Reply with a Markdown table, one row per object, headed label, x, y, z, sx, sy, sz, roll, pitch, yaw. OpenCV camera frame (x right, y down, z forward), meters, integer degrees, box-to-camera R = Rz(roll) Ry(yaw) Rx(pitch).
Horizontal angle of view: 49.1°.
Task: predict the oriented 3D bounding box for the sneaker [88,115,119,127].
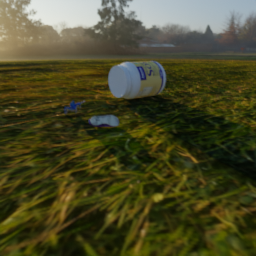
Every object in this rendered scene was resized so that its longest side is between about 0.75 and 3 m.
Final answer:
| label | x | y | z | sx | sy | sz | roll | pitch | yaw |
| --- | --- | --- | --- | --- | --- | --- | --- | --- | --- |
| sneaker | -0.937 | -0.226 | 10.336 | 1.171 | 0.407 | 0.583 | 3 | -12 | -30 |

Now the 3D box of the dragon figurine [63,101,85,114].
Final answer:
| label | x | y | z | sx | sy | sz | roll | pitch | yaw |
| --- | --- | --- | --- | --- | --- | --- | --- | --- | --- |
| dragon figurine | -2.364 | -0.978 | 12.268 | 0.528 | 0.313 | 1.063 | 33 | 69 | 11 |

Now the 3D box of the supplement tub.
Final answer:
| label | x | y | z | sx | sy | sz | roll | pitch | yaw |
| --- | --- | --- | --- | --- | --- | --- | --- | --- | --- |
| supplement tub | 0.485 | -2.622 | 15.336 | 2.706 | 1.967 | 1.967 | -13 | 22 | -37 |
